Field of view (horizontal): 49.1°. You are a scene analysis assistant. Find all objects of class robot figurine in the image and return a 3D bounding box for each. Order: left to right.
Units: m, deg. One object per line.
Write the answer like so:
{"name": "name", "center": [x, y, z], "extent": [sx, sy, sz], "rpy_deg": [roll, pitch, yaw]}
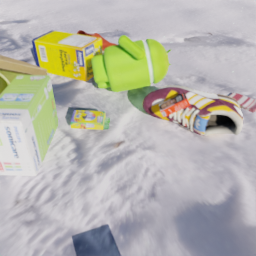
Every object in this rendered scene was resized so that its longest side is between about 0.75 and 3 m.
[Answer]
{"name": "robot figurine", "center": [0.151, -2.049, 9.230], "extent": [2.578, 2.262, 1.491], "rpy_deg": [-11, 77, 4]}

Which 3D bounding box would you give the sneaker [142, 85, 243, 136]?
{"name": "sneaker", "center": [1.731, -0.442, 7.744], "extent": [2.784, 1.043, 1.254], "rpy_deg": [5, 33, 10]}

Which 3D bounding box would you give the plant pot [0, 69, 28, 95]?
{"name": "plant pot", "center": [-3.640, -1.157, 8.411], "extent": [1.723, 1.723, 1.584], "rpy_deg": [9, 27, 12]}

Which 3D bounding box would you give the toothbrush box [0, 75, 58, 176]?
{"name": "toothbrush box", "center": [-2.506, -0.133, 6.872], "extent": [0.930, 1.573, 2.161], "rpy_deg": [0, 37, 1]}

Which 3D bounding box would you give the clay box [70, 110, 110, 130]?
{"name": "clay box", "center": [-1.031, -0.225, 7.782], "extent": [1.028, 0.245, 0.591], "rpy_deg": [2, 38, 0]}

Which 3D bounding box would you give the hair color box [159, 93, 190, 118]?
{"name": "hair color box", "center": [1.223, -0.608, 7.450], "extent": [0.773, 0.237, 0.393], "rpy_deg": [-26, 29, 15]}

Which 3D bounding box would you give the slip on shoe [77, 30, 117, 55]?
{"name": "slip on shoe", "center": [-1.414, -3.856, 12.650], "extent": [2.469, 0.755, 0.914], "rpy_deg": [24, 41, 27]}

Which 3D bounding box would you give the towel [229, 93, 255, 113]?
{"name": "towel", "center": [3.756, -0.861, 9.105], "extent": [1.019, 0.116, 0.734], "rpy_deg": [28, 44, 33]}

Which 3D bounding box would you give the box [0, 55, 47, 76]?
{"name": "box", "center": [-3.684, -1.824, 7.148], "extent": [2.082, 0.271, 2.547], "rpy_deg": [21, 10, 18]}

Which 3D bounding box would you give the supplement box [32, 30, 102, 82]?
{"name": "supplement box", "center": [-2.280, -2.801, 10.761], "extent": [2.329, 1.276, 1.268], "rpy_deg": [16, 40, 22]}
